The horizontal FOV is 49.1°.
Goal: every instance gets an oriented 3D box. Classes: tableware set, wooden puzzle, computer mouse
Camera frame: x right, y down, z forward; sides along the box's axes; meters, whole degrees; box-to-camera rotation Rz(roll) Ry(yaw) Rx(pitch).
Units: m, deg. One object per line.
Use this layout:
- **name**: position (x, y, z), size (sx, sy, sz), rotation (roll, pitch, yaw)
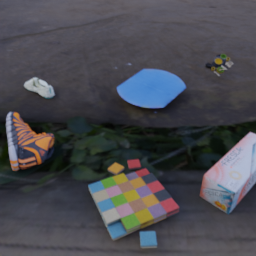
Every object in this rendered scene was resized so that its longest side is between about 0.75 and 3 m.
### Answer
- **tableware set**: position (3.965, -2.722, 11.969), size (1.030, 0.158, 0.694), rotation (-40, 71, -15)
- **wooden puzzle**: position (0.066, 1.613, 6.486), size (1.594, 0.189, 2.688), rotation (-16, 35, -20)
- **computer mouse**: position (4.209, -3.036, 13.167), size (0.833, 0.317, 1.203), rotation (23, 52, 28)

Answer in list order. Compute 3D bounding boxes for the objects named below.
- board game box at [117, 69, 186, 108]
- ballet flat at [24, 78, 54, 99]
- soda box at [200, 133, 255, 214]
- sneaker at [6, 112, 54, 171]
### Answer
- **board game box**: position (0.890, -1.345, 10.611), size (2.031, 0.501, 2.571), rotation (28, 49, 27)
- **ballet flat**: position (-3.485, -1.663, 10.970), size (1.694, 0.608, 0.608), rotation (25, 42, 31)
- **soda box**: position (2.791, 1.034, 6.966), size (0.811, 0.754, 2.372), rotation (29, 45, 35)
- **sneaker**: position (-2.796, 0.305, 8.080), size (1.226, 0.849, 2.189), rotation (-10, 46, -20)
